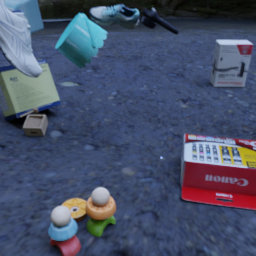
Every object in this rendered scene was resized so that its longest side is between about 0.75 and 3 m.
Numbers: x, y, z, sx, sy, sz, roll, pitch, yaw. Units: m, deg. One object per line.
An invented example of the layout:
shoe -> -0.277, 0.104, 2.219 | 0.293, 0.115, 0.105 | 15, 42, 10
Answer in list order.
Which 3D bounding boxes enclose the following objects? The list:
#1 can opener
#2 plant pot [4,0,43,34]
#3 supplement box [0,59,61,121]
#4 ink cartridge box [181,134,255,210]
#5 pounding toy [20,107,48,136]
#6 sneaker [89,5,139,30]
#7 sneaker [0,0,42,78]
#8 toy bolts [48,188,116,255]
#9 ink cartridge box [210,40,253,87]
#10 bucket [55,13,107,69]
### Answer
can opener -> 1.184, -3.871, 10.302 | 1.641, 0.645, 0.520 | 14, 35, -30
plant pot -> -3.367, -3.321, 8.351 | 1.033, 1.036, 1.055 | 17, 45, 21
supplement box -> -3.862, -1.437, 10.560 | 1.837, 1.835, 1.233 | -25, 13, -41
ink cartridge box -> 2.440, 1.048, 7.105 | 2.112, 0.886, 1.854 | 5, 28, 9
pounding toy -> -3.302, -0.221, 9.807 | 0.900, 0.469, 1.025 | 1, 48, 3
sneaker -> -0.428, -3.767, 9.145 | 1.672, 0.649, 0.722 | 3, -14, -11
sneaker -> -2.971, -2.387, 7.354 | 1.123, 2.578, 0.960 | -40, 49, -10
toy bolts -> -1.091, 1.709, 5.711 | 1.344, 0.976, 1.407 | 19, 33, 33
ink cartridge box -> 5.087, -3.171, 13.967 | 1.571, 2.178, 0.912 | 1, 31, 2
bucket -> -1.353, -2.481, 7.981 | 0.910, 1.399, 1.399 | 34, 13, -27
